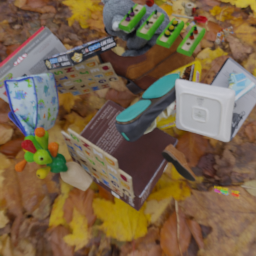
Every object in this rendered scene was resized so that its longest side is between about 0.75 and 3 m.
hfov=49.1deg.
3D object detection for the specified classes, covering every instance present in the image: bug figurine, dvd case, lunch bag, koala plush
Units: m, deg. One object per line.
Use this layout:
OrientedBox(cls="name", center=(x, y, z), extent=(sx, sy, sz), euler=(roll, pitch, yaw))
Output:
OrientedBox(cls="bug figurine", center=(3.106, 2.049, 8.900), extent=(0.645, 0.832, 0.214), euler=(19, 79, -11))
OrientedBox(cls="dvd case", center=(3.570, -0.991, 9.921), extent=(1.789, 0.294, 2.381), euler=(34, 88, -10))
OrientedBox(cls="lunch bag", center=(-2.867, -0.706, 8.683), extent=(1.153, 1.538, 1.809), euler=(-7, 104, 13))
OrientedBox(cls="koala plush", center=(0.034, -4.034, 10.573), extent=(2.423, 2.636, 2.338), euler=(-27, 66, 28))

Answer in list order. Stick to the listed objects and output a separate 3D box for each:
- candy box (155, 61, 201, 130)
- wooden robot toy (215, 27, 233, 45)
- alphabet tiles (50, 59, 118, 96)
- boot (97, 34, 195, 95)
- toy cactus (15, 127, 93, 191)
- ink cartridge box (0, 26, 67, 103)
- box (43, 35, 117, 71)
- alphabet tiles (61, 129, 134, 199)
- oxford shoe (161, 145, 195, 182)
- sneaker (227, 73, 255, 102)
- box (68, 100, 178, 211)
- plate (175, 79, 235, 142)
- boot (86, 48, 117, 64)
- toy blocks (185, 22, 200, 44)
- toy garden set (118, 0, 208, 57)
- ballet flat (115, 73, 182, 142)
OrientedBox(cls="candy box", center=(1.822, -1.208, 10.296), extent=(1.521, 0.393, 2.976), euler=(-20, 37, 38))
OrientedBox(cls="wooden robot toy", center=(3.584, -3.565, 10.464), extent=(0.919, 0.417, 0.405), euler=(-41, 73, -1))
OrientedBox(cls="alphabet tiles", center=(-1.562, -1.681, 9.735), extent=(2.277, 1.895, 0.072), euler=(-12, 68, 9))
OrientedBox(cls="boot", center=(0.586, -2.582, 9.896), extent=(2.762, 2.600, 0.946), euler=(-29, 31, 33))
OrientedBox(cls="toy cactus", center=(-2.040, 1.047, 7.759), extent=(2.209, 2.678, 1.369), euler=(37, 70, -6))
OrientedBox(cls="ink cartridge box", center=(-3.445, -2.102, 9.942), extent=(2.756, 2.419, 1.155), euler=(-43, 60, -4))
OrientedBox(cls="box", center=(-1.537, -2.346, 8.848), extent=(1.748, 0.437, 1.761), euler=(-35, 25, -32))
OrientedBox(cls="alphabet tiles", center=(-0.876, 1.045, 7.898), extent=(2.500, 2.081, 0.079), euler=(30, 60, 24))
OrientedBox(cls="oxford shoe", center=(1.563, 1.015, 8.126), extent=(1.310, 0.467, 0.467), euler=(49, 58, -9))
OrientedBox(cls="sneaker", center=(3.423, -1.310, 9.308), extent=(1.292, 0.514, 0.843), euler=(-37, 86, 6))
OrientedBox(cls="box", center=(-0.164, 1.018, 9.950), extent=(2.838, 2.355, 2.331), euler=(31, 67, 15))
OrientedBox(cls="plate", center=(2.064, -0.433, 7.933), extent=(1.707, 1.711, 0.276), euler=(18, 43, 32))
OrientedBox(cls="boot", center=(-1.393, -3.665, 13.463), extent=(1.582, 0.523, 1.386), euler=(-14, 64, -6))
OrientedBox(cls="toy blocks", center=(2.743, -3.957, 11.551), extent=(0.968, 0.484, 0.662), euler=(50, 39, -8))
OrientedBox(cls="toy garden set", center=(1.273, -3.539, 8.824), extent=(2.527, 0.504, 2.107), euler=(27, 64, 16))
OrientedBox(cls="ballet flat", center=(0.728, -0.575, 8.416), extent=(1.077, 1.077, 2.949), euler=(36, 54, 16))
